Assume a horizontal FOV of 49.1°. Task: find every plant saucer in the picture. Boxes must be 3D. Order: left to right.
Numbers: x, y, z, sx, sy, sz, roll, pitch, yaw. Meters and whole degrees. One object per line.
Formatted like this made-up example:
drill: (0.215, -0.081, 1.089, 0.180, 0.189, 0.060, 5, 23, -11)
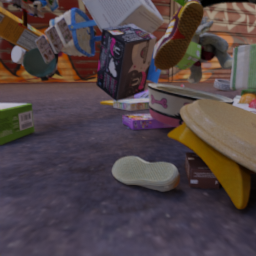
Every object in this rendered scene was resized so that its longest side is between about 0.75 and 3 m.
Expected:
plant saucer: (-2.173, -1.623, 6.853, 0.785, 0.785, 0.141, -6, 41, -25)

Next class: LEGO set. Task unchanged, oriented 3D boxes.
LEGO set: (-1.745, -2.181, 5.418, 0.382, 1.557, 1.163, -1, 42, 25)

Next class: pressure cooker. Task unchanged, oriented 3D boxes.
pressure cooker: (-2.825, -2.176, 9.212, 1.056, 1.040, 1.182, 35, -14, -10)

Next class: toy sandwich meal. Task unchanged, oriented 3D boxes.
toy sandwich meal: (1.935, 0.404, 4.713, 2.915, 0.998, 2.915, 18, 22, -8)

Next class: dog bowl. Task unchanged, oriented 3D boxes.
dog bowl: (1.913, -0.687, 9.137, 2.762, 1.019, 2.762, 9, 15, -2)
dog bowl: (8.871, -3.982, 25.835, 1.974, 0.579, 1.974, 6, 25, -3)

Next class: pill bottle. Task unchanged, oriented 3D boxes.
pill bottle: (-3.521, -2.539, 10.277, 0.761, 0.761, 1.330, 8, 2, 34)

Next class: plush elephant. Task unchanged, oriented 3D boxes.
plush elephant: (2.431, -2.935, 10.269, 1.931, 2.494, 2.054, -17, 5, -41)

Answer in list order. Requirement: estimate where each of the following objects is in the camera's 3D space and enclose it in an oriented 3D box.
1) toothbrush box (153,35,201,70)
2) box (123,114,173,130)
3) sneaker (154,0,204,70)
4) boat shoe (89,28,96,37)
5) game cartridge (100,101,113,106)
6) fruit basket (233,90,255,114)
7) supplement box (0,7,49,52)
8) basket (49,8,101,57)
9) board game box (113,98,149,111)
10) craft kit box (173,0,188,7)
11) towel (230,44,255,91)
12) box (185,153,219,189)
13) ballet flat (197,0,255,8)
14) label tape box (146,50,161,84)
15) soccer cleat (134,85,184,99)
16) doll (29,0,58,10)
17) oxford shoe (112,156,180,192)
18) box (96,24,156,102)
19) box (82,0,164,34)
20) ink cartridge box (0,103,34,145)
toothbrush box: (1.444, -2.250, 8.317, 1.146, 0.493, 0.834, 14, -18, -19)
box: (0.782, -0.250, 9.585, 1.716, 0.335, 1.174, -4, 12, -17)
sneaker: (1.126, -2.082, 6.357, 0.620, 1.653, 0.745, 26, 32, -12)
boat shoe: (-1.687, -4.335, 12.826, 0.458, 0.406, 1.252, -18, -4, -3)
game cartridge: (-0.832, -1.388, 15.515, 1.094, 0.177, 0.964, 12, 16, 40)
fruit basket: (5.430, -0.888, 11.710, 2.191, 1.109, 2.366, 7, 29, 30)
supplement box: (-3.020, -2.596, 7.379, 1.832, 0.630, 0.609, 27, 19, -46)
basket: (-1.582, -3.493, 10.325, 2.296, 1.597, 2.025, -1, 2, 11)
board game box: (0.514, -1.207, 14.154, 2.130, 0.365, 1.432, -8, 14, -36)
craft kit box: (0.509, -2.743, 4.731, 1.396, 0.339, 1.379, 35, 12, 1)
towel: (4.395, -1.995, 9.027, 2.073, 1.547, 0.318, 3, -4, 42)
box: (1.271, 0.723, 4.913, 0.474, 0.355, 0.946, 2, 14, 5)
ballet flat: (3.164, -3.825, 8.284, 0.968, 0.827, 2.913, 13, 17, -34)
label tape box: (0.572, -3.116, 12.990, 0.679, 1.546, 2.144, -8, 31, -44)
soccer cleat: (1.727, -1.856, 15.446, 2.919, 1.116, 0.974, 6, 13, 25)
doll: (-2.309, -3.214, 6.565, 1.623, 0.393, 1.108, 15, 38, -56)
oxford shoe: (0.268, 0.776, 4.642, 1.371, 0.515, 0.396, 1, -33, 42)
box: (-0.055, -1.329, 5.746, 0.853, 1.291, 0.741, -23, 52, -35)
box: (-0.203, -3.099, 6.954, 1.121, 1.715, 1.706, -35, -8, 23)
ink cartridge box: (-4.173, -0.177, 7.934, 2.351, 0.891, 1.738, 2, 12, 15)
